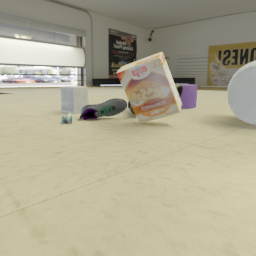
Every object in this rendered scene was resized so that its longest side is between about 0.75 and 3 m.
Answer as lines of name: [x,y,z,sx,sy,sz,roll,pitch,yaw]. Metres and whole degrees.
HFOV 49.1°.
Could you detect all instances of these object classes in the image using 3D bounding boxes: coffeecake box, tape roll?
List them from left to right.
coffeecake box: [0.720,-1.263,9.089,1.462,1.904,0.696,-16,24,23]
tape roll: [2.248,-1.732,14.934,2.759,1.172,2.759,1,11,0]

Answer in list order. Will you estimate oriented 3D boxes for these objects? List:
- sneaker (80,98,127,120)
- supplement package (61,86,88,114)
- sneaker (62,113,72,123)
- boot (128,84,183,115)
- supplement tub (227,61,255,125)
sneaker: [-0.904,-0.598,10.443,1.787,0.665,0.782,-13,24,5]
supplement package: [-2.387,-1.267,12.471,0.856,1.136,0.862,8,13,37]
sneaker: [-2.152,-0.352,9.824,0.356,0.320,0.825,-5,11,-9]
boot: [0.659,-1.605,11.942,2.862,1.033,2.162,-23,47,-34]
supplement tub: [4.629,-1.223,9.579,2.090,2.090,2.890,6,13,31]
